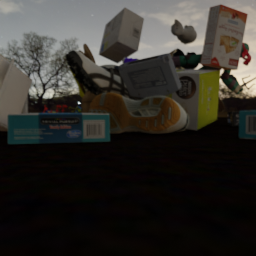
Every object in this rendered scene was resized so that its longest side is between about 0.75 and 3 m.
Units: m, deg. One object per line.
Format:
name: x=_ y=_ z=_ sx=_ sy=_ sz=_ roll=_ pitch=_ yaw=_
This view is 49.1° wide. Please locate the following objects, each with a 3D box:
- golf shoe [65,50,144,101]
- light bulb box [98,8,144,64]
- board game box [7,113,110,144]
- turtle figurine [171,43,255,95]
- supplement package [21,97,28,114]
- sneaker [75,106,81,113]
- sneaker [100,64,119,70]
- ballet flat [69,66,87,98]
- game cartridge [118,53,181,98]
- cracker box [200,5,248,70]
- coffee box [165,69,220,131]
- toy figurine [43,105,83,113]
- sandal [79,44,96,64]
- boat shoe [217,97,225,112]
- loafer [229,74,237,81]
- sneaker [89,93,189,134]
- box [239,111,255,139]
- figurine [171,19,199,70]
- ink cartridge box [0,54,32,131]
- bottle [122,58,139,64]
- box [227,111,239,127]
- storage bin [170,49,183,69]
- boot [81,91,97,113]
golf shoe: x=-0.478 y=-1.344 z=7.896 sx=2.828 sy=1.336 sz=1.099 roll=42 pitch=-6 yaw=-34
light bulb box: x=-0.267 y=-3.317 z=10.241 sx=0.881 sy=1.399 sz=1.411 roll=20 pitch=-17 yaw=-29
board game box: x=-1.271 y=-0.040 z=5.339 sx=1.552 sy=0.482 sz=2.055 roll=-1 pitch=3 yaw=-13
turtle figurine: x=2.754 y=-2.070 z=8.872 sx=2.779 sy=2.080 sz=1.399 roll=-15 pitch=-32 yaw=14
supplement package: x=-4.604 y=-0.989 z=10.692 sx=1.401 sy=1.846 sz=1.391 roll=-1 pitch=3 yaw=-16
sneaker: x=-2.272 y=-0.726 z=16.437 sx=2.578 sy=0.914 sz=1.068 roll=10 pitch=4 yaw=44
sneaker: x=-0.590 y=-1.703 z=11.921 sx=2.869 sy=1.145 sz=1.867 roll=27 pitch=38 yaw=10
ballet flat: x=-2.017 y=-2.159 z=12.402 sx=0.680 sy=2.034 sz=0.682 roll=-31 pitch=38 yaw=-24
game cartridge: x=0.525 y=-1.197 z=6.779 sx=1.488 sy=0.992 sz=0.301 roll=-1 pitch=32 yaw=41
cracker box: x=2.572 y=-2.371 z=7.507 sx=1.014 sy=1.513 sz=0.436 roll=3 pitch=10 yaw=-28
coffee box: x=1.599 y=-0.862 z=7.822 sx=1.445 sy=1.459 sz=1.461 roll=10 pitch=18 yaw=36
toy figurine: x=-2.203 y=-0.455 z=8.792 sx=1.352 sy=0.713 sz=0.810 roll=0 pitch=19 yaw=-37
sandal: x=-1.614 y=-2.309 z=9.888 sx=0.677 sy=0.755 sz=2.058 roll=-31 pitch=5 yaw=-6
boat shoe: x=2.679 y=-0.890 z=8.717 sx=0.343 sy=0.930 sz=0.344 roll=-38 pitch=-7 yaw=5
loafer: x=3.936 y=-1.824 z=10.668 sx=0.264 sy=0.302 sz=0.841 roll=9 pitch=-11 yaw=39
sneaker: x=0.205 y=-0.232 z=6.716 sx=2.609 sy=0.987 sz=1.144 roll=10 pitch=-3 yaw=38
box: x=3.187 y=-0.063 z=5.293 sx=2.160 sy=0.531 sz=0.889 roll=-2 pitch=3 yaw=-28
figurine: x=2.097 y=-3.163 z=10.718 sx=0.746 sy=1.732 sz=1.690 roll=-3 pitch=3 yaw=30
ink cartridge box: x=-3.897 y=-0.915 z=7.181 sx=2.543 sy=1.635 sz=1.592 roll=2 pitch=-21 yaw=23
bottle: x=0.260 y=-2.040 z=9.070 sx=0.962 sy=0.402 sz=0.314 roll=25 pitch=-23 yaw=25
box: x=5.156 y=-0.348 z=10.629 sx=2.515 sy=0.625 sz=2.496 roll=0 pitch=2 yaw=17
storage bin: x=0.995 y=-1.714 z=11.819 sx=2.884 sy=1.361 sz=2.904 roll=-28 pitch=17 yaw=25
boot: x=-0.651 y=-1.254 z=9.956 sx=2.195 sy=1.922 sz=0.726 roll=2 pitch=-7 yaw=31
